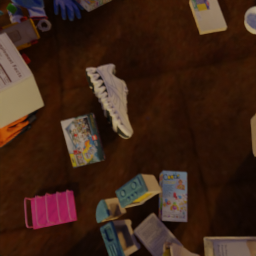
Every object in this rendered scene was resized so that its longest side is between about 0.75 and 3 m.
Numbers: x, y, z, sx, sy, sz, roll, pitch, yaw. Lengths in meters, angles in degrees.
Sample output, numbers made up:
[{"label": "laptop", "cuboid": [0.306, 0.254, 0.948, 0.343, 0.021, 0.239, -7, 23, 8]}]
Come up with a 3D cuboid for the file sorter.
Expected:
[{"label": "file sorter", "cuboid": [-1.982, 2.073, 7.149, 1.126, 0.706, 0.782, -11, 72, -3]}]

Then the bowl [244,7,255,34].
[{"label": "bowl", "cuboid": [4.155, -3.361, 9.006, 0.964, 0.433, 0.964, 0, 72, -1]}]

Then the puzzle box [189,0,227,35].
[{"label": "puzzle box", "cuboid": [2.631, -3.752, 9.267, 0.883, 0.169, 1.328, -11, 73, -3]}]

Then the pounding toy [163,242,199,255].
[{"label": "pounding toy", "cuboid": [0.872, 3.622, 6.162, 1.191, 1.195, 2.083, 10, 71, -10]}]

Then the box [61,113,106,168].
[{"label": "box", "cuboid": [-1.214, 0.341, 7.622, 0.898, 0.248, 1.314, -15, 91, 3]}]

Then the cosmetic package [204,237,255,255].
[{"label": "cosmetic package", "cuboid": [3.294, 3.323, 6.614, 2.722, 0.968, 1.432, -2, 72, -1]}]

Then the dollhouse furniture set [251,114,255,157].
[{"label": "dollhouse furniture set", "cuboid": [4.153, 0.742, 6.306, 2.639, 2.873, 1.869, 7, 66, 0]}]

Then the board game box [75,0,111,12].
[{"label": "board game box", "cuboid": [-1.453, -4.634, 9.357, 1.565, 0.268, 1.052, 44, 62, 12]}]

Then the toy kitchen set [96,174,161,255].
[{"label": "toy kitchen set", "cuboid": [0.101, 2.405, 6.195, 1.761, 1.295, 2.198, -41, 61, 30]}]

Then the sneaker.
[{"label": "sneaker", "cuboid": [-0.365, -0.837, 8.018, 0.966, 0.896, 2.384, -23, 75, -14]}]

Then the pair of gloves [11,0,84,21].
[{"label": "pair of gloves", "cuboid": [-2.608, -4.110, 9.065, 2.208, 0.252, 1.775, -15, 66, -24]}]

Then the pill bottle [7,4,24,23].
[{"label": "pill bottle", "cuboid": [-3.613, -3.599, 9.084, 0.427, 0.427, 0.769, -21, 74, -6]}]

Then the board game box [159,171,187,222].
[{"label": "board game box", "cuboid": [1.150, 1.783, 7.273, 0.639, 0.627, 1.218, 4, 73, -1]}]

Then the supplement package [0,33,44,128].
[{"label": "supplement package", "cuboid": [-3.874, -0.879, 7.234, 2.736, 1.599, 1.605, -31, 73, -18]}]

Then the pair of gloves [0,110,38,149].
[{"label": "pair of gloves", "cuboid": [-4.194, -0.638, 8.199, 2.531, 0.351, 2.840, -30, 74, -9]}]

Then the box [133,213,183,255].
[{"label": "box", "cuboid": [0.719, 2.770, 6.976, 0.682, 0.581, 1.067, -39, 76, -16]}]

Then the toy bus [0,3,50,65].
[{"label": "toy bus", "cuboid": [-3.341, -2.815, 8.604, 1.602, 0.828, 1.511, 22, 98, -14]}]
